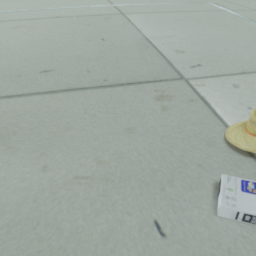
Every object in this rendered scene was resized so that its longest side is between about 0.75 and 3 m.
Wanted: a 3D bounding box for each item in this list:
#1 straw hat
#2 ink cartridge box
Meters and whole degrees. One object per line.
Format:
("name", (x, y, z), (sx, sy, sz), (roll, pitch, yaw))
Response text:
("straw hat", (4.901, -0.175, 10.065), (2.664, 1.128, 2.664), (-3, 27, 1))
("ink cartridge box", (3.838, 2.119, 7.700), (2.596, 0.509, 1.291), (10, 37, 16))
